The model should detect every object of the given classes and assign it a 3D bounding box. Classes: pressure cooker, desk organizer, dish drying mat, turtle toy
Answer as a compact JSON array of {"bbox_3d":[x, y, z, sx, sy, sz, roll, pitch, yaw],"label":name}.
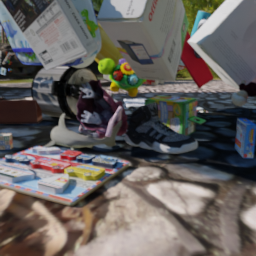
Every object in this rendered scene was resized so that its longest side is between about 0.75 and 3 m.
[{"bbox_3d":[-2.460,-1.517,12.019,2.662,2.378,2.341,9,46,34],"label":"pressure cooker"},{"bbox_3d":[-4.817,-0.701,11.386,2.446,0.942,0.877,-1,13,-4],"label":"desk organizer"},{"bbox_3d":[2.443,-3.043,11.386,1.117,2.908,0.265,-33,2,-30],"label":"dish drying mat"},{"bbox_3d":[-0.177,-1.682,8.643,1.534,1.118,0.775,14,-29,6],"label":"turtle toy"}]

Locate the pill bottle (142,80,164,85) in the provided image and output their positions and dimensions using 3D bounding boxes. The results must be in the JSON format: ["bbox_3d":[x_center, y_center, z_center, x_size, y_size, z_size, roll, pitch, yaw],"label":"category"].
[{"bbox_3d":[0.923,-2.087,11.450,1.098,0.616,0.616,7,13,8],"label":"pill bottle"}]

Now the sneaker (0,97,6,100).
[{"bbox_3d":[-6.518,-0.983,13.034,0.878,0.817,2.034,3,12,17],"label":"sneaker"}]

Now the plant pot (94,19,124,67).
[{"bbox_3d":[-0.345,-3.438,12.033,2.623,2.789,2.789,35,15,0],"label":"plant pot"}]

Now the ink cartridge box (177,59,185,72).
[{"bbox_3d":[1.674,-3.417,14.471,2.083,0.873,1.829,5,-10,-25],"label":"ink cartridge box"}]

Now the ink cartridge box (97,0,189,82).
[{"bbox_3d":[0.553,-2.668,7.059,1.182,1.963,2.702,10,-14,25],"label":"ink cartridge box"}]

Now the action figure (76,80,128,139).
[{"bbox_3d":[-0.456,-0.358,8.249,1.868,1.681,2.509,21,-11,29],"label":"action figure"}]

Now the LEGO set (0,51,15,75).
[{"bbox_3d":[-5.049,-2.648,11.476,1.259,0.940,0.309,18,12,37],"label":"LEGO set"}]

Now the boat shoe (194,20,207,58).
[{"bbox_3d":[2.781,-3.291,10.593,0.622,0.588,1.734,30,-15,16],"label":"boat shoe"}]

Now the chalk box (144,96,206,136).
[{"bbox_3d":[1.631,-0.404,9.512,1.911,1.183,1.189,7,15,32],"label":"chalk box"}]

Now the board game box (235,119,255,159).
[{"bbox_3d":[3.051,0.255,7.312,0.245,0.860,0.878,1,13,7],"label":"board game box"}]

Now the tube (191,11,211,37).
[{"bbox_3d":[3.110,-4.005,12.645,0.892,2.304,0.581,7,18,-26],"label":"tube"}]

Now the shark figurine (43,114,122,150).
[{"bbox_3d":[-1.502,0.089,7.863,2.437,1.017,1.456,5,15,29],"label":"shark figurine"}]

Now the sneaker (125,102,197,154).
[{"bbox_3d":[0.846,-0.043,7.730,2.201,1.252,0.831,9,15,34],"label":"sneaker"}]

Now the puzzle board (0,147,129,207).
[{"bbox_3d":[-1.688,0.851,6.082,2.814,0.245,2.121,6,14,26],"label":"puzzle board"}]

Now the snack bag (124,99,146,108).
[{"bbox_3d":[0.954,-1.440,16.258,2.388,0.271,2.533,0,13,-2],"label":"snack bag"}]

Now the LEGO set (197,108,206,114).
[{"bbox_3d":[3.283,-0.920,13.813,1.100,0.361,1.473,-5,13,-5],"label":"LEGO set"}]

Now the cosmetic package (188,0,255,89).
[{"bbox_3d":[3.476,-2.735,8.847,2.126,2.133,1.311,41,9,-18],"label":"cosmetic package"}]

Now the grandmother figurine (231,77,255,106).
[{"bbox_3d":[3.537,-1.165,7.854,1.632,0.494,0.990,-36,25,-12],"label":"grandmother figurine"}]

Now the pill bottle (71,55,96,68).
[{"bbox_3d":[-2.070,-3.324,10.303,1.553,1.553,2.749,-5,37,-21],"label":"pill bottle"}]

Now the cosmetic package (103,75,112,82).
[{"bbox_3d":[-0.772,-2.824,13.827,0.663,0.804,0.663,25,44,23],"label":"cosmetic package"}]

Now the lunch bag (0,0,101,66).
[{"bbox_3d":[-2.141,-2.759,7.276,2.918,2.345,1.203,13,40,37],"label":"lunch bag"}]

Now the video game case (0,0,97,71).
[{"bbox_3d":[-1.799,-2.312,5.538,0.292,2.270,2.497,-41,23,-24],"label":"video game case"}]

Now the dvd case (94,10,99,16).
[{"bbox_3d":[-1.699,-4.795,11.333,1.162,0.143,1.629,18,16,-6],"label":"dvd case"}]

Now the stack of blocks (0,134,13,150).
[{"bbox_3d":[-3.724,0.325,7.757,0.921,0.530,0.270,-1,13,-6],"label":"stack of blocks"}]
